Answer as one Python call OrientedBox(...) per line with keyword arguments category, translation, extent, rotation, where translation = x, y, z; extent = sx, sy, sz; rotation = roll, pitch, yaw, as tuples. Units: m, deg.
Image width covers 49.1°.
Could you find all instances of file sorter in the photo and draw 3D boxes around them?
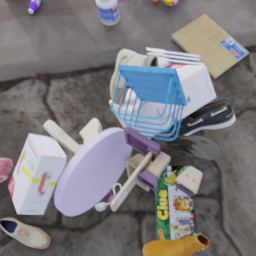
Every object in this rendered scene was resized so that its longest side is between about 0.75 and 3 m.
OrientedBox(category="file sorter", translation=(0.513, -0.489, 6.293), extent=(1.233, 1.777, 1.090), rotation=(8, 76, 21))

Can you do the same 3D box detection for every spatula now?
OrientedBox(category="spatula", translation=(1.282, -1.945, 7.800), extent=(1.585, 0.127, 1.102), rotation=(8, 29, -1))

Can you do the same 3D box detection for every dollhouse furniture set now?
OrientedBox(category="dollhouse furniture set", translation=(0.329, 1.743, 7.033), extent=(2.119, 2.674, 1.898), rotation=(32, 69, 18))

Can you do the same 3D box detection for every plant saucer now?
OrientedBox(category="plant saucer", translation=(-4.060, 1.354, 7.669), extent=(1.789, 1.789, 0.454), rotation=(-19, 78, -8))

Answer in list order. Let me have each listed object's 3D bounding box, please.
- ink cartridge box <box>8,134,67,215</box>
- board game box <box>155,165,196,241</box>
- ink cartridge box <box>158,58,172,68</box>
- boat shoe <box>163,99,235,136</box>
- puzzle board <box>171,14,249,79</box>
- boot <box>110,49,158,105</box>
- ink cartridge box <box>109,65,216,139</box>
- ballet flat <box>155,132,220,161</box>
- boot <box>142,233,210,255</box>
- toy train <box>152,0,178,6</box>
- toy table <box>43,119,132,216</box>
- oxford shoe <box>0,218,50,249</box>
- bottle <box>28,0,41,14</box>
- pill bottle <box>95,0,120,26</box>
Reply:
OrientedBox(category="ink cartridge box", translation=(-2.231, 1.099, 6.785), extent=(1.154, 0.663, 1.590), rotation=(39, 107, 49))
OrientedBox(category="board game box", translation=(1.305, 2.115, 7.881), extent=(1.095, 0.245, 2.090), rotation=(-4, 82, 11))
OrientedBox(category="ink cartridge box", translation=(0.927, -2.007, 9.431), extent=(1.032, 0.485, 0.228), rotation=(-22, 95, 25))
OrientedBox(category="boat shoe", translation=(1.986, -0.261, 8.564), extent=(2.383, 0.719, 0.880), rotation=(-13, 33, 23))
OrientedBox(category="puzzle board", translation=(3.029, -3.084, 10.477), extent=(1.777, 0.205, 2.358), rotation=(-36, 73, -15))
OrientedBox(category="boot", translation=(0.161, -1.233, 7.448), extent=(1.196, 0.558, 1.547), rotation=(22, 108, 35))
OrientedBox(category="ink cartridge box", translation=(0.973, -0.868, 8.571), extent=(2.618, 1.918, 1.084), rotation=(-31, 112, -11))
OrientedBox(category="ballet flat", translation=(1.558, 0.476, 7.456), extent=(1.745, 0.405, 0.588), rotation=(11, 77, 22))
OrientedBox(category="boot", translation=(1.222, 2.910, 6.922), extent=(1.132, 1.581, 0.556), rotation=(-39, 51, 31))
OrientedBox(category="toy train", translation=(1.577, -5.431, 11.324), extent=(1.643, 0.457, 1.234), rotation=(11, 67, 1))
OrientedBox(category="toy table", translation=(-1.231, 0.864, 7.462), extent=(1.502, 2.357, 2.565), rotation=(25, 53, 39))
OrientedBox(category="oxford shoe", translation=(-2.917, 2.951, 7.790), extent=(1.525, 0.563, 0.540), rotation=(18, 69, 7))
OrientedBox(category="bottle", translation=(-3.725, -4.920, 11.145), extent=(0.271, 0.347, 0.831), rotation=(14, 69, 6))
OrientedBox(category="pill bottle", translation=(-0.748, -4.443, 10.128), extent=(0.770, 1.374, 0.770), rotation=(-1, 73, 4))
